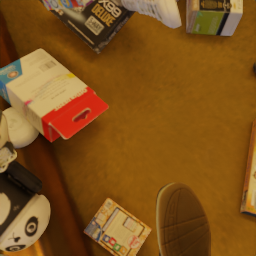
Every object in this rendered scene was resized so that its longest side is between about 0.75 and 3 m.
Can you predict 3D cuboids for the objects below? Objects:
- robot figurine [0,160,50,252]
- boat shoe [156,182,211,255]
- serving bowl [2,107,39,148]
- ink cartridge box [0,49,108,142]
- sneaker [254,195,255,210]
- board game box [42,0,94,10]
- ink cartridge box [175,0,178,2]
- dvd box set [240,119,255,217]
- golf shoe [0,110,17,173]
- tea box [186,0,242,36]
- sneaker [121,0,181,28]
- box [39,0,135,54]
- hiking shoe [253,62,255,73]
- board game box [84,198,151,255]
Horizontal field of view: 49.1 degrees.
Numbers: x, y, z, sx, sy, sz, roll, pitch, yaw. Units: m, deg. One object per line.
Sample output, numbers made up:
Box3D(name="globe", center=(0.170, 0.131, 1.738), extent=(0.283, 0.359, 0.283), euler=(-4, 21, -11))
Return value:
Box3D(name="robot figurine", center=(-3.182, 1.866, 6.864), extent=(2.585, 1.942, 1.613), euler=(38, 49, -5))
Box3D(name="boat shoe", center=(1.014, 2.447, 5.371), extent=(1.082, 0.958, 2.956), euler=(-13, 94, -20))
Box3D(name="serving bowl", center=(-3.405, -0.091, 8.490), extent=(1.365, 0.449, 1.365), euler=(0, 69, 0))
Box3D(name="ink cartridge box", center=(-2.228, -0.842, 8.283), extent=(2.999, 1.009, 1.743), euler=(40, 58, 15))
Box3D(name="sneaker", center=(2.996, 1.329, 5.546), extent=(0.828, 1.845, 0.619), euler=(-43, 67, -10))
Box3D(name="board game box", center=(-1.458, -3.650, 6.878), extent=(1.041, 1.023, 1.986), euler=(-45, 40, -19))
Box3D(name="ink cartridge box", center=(1.248, -5.344, 10.650), extent=(1.914, 0.389, 1.911), euler=(35, 72, 13))
Box3D(name="dvd box set", center=(4.484, 1.270, 7.946), extent=(2.120, 0.426, 2.897), euler=(15, 68, 6))
Box3D(name="golf shoe", center=(-2.588, 0.302, 5.418), extent=(1.020, 2.642, 1.164), euler=(-48, 113, -19))
Box3D(name="tea box", center=(2.956, -4.304, 9.821), extent=(1.673, 1.136, 1.700), euler=(6, 68, 2))
Box3D(name="sneaker", center=(0.536, -3.364, 7.619), extent=(1.212, 1.042, 2.863), euler=(-26, 46, 7))
Box3D(name="box", center=(-1.331, -4.191, 9.423), extent=(2.682, 0.667, 2.115), euler=(43, 96, 5))
Box3D(name="hiking shoe", center=(5.432, -2.158, 8.877), extent=(2.527, 1.272, 0.957), euler=(-6, 68, -3))
Box3D(name="board game box", center=(-0.270, 2.714, 7.406), extent=(1.431, 0.331, 1.084), euler=(34, 72, 13))
